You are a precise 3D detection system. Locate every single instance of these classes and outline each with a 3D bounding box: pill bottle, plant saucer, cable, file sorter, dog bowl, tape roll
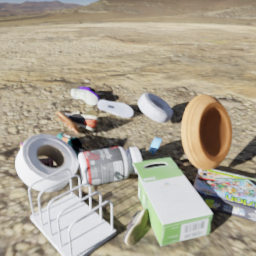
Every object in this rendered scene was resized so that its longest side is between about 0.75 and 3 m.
[{"bbox_3d":[-0.611,1.260,9.489,1.980,1.147,1.147,-8,29,-17],"label":"pill bottle"},{"bbox_3d":[2.704,0.142,9.165,2.500,2.500,0.468,-25,15,-39],"label":"plant saucer"},{"bbox_3d":[-2.593,-0.249,12.114,0.207,1.285,1.285,-47,45,-13],"label":"plant saucer"},{"bbox_3d":[1.293,-0.932,13.156,1.745,0.604,1.746,29,27,-14],"label":"cable"},{"bbox_3d":[-1.551,2.200,7.539,1.445,1.296,2.082,-23,36,-38],"label":"file sorter"},{"bbox_3d":[1.023,0.682,10.746,0.255,1.030,0.574,26,74,5],"label":"dog bowl"},{"bbox_3d":[-2.647,1.131,9.250,1.924,0.673,1.924,26,35,-19],"label":"tape roll"}]

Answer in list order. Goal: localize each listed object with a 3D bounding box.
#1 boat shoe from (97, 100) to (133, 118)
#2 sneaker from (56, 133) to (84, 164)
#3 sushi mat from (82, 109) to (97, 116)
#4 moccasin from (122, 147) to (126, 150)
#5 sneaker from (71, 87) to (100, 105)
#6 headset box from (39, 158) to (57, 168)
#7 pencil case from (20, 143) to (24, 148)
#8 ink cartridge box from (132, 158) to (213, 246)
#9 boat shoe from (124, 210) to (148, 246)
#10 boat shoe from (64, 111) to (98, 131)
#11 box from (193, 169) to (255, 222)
[{"bbox_3d":[-0.605,-0.997,14.206,1.874,0.690,0.613,21,4,8],"label":"boat shoe"},{"bbox_3d":[-2.202,0.603,10.914,0.680,0.761,1.904,23,13,-43],"label":"sneaker"},{"bbox_3d":[-1.950,-0.654,13.966,0.054,0.430,0.899,-36,-1,43],"label":"sushi mat"},{"bbox_3d":[-0.382,1.135,10.493,0.367,0.347,0.950,33,52,27],"label":"moccasin"},{"bbox_3d":[-2.199,-1.939,15.899,2.171,0.755,1.080,23,35,37],"label":"sneaker"},{"bbox_3d":[-2.945,1.444,9.564,1.001,0.745,0.387,-6,29,-9],"label":"headset box"},{"bbox_3d":[-3.740,0.711,11.254,1.089,0.481,0.481,-10,30,-20],"label":"pencil case"},{"bbox_3d":[1.155,2.031,8.372,1.429,0.816,2.752,-8,29,-14],"label":"ink cartridge box"},{"bbox_3d":[0.173,2.700,7.630,0.363,0.403,1.121,-10,30,40],"label":"boat shoe"},{"bbox_3d":[-2.199,-0.415,12.774,2.084,0.652,0.742,18,-4,39],"label":"boat shoe"},{"bbox_3d":[3.419,2.083,8.649,2.707,0.470,1.490,11,30,19],"label":"box"}]
